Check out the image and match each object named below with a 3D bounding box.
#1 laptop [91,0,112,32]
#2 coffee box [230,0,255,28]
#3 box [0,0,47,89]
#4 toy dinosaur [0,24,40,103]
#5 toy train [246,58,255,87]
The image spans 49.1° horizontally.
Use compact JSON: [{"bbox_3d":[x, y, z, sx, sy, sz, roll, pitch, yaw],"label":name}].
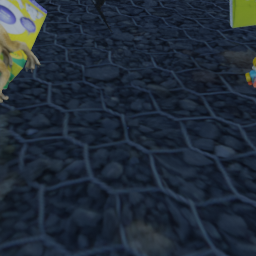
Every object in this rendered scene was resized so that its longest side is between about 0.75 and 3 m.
[{"bbox_3d":[-0.659,-3.802,7.008,1.130,1.950,1.826,-17,72,-49],"label":"laptop"},{"bbox_3d":[3.037,-3.076,6.750,1.087,1.089,1.077,-2,22,18],"label":"coffee box"},{"bbox_3d":[-2.661,-2.049,5.669,0.607,1.473,2.510,-29,41,36],"label":"box"},{"bbox_3d":[-2.116,-1.405,4.315,0.830,1.442,2.852,-13,61,13],"label":"toy dinosaur"},{"bbox_3d":[3.416,-1.353,6.560,1.054,1.403,0.390,11,56,-2],"label":"toy train"}]
